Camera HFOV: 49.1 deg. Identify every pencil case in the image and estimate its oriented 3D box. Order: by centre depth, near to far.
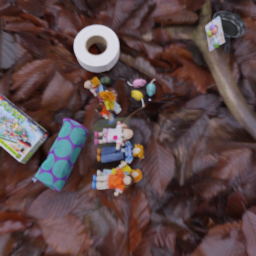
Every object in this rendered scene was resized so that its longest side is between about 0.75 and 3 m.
[{"bbox_3d":[-2.231,0.885,9.396,1.076,0.991,2.329,18,76,32],"label":"pencil case"}]

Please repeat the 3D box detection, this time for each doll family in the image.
[{"bbox_3d":[-0.814,-1.101,9.347,0.827,1.139,1.835,-35,53,9],"label":"doll family"},{"bbox_3d":[-0.262,1.108,9.441,1.565,1.136,2.521,-6,64,9],"label":"doll family"}]

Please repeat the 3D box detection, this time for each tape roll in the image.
[{"bbox_3d":[-1.153,-2.932,10.442,1.667,0.583,1.667,0,77,-1],"label":"tape roll"}]

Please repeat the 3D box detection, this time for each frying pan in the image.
[{"bbox_3d":[3.864,-3.499,10.444,1.334,0.359,2.206,-1,63,-11],"label":"frying pan"}]

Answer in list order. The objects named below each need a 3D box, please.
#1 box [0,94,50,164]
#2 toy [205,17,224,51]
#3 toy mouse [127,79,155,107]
[{"bbox_3d":[-4.082,-0.025,9.746,2.441,0.424,1.343,36,80,14],"label":"box"},{"bbox_3d":[3.068,-3.430,10.128,0.265,0.645,1.121,8,67,-37],"label":"toy"},{"bbox_3d":[0.562,-1.491,10.075,1.115,0.243,1.255,-38,58,-13],"label":"toy mouse"}]
